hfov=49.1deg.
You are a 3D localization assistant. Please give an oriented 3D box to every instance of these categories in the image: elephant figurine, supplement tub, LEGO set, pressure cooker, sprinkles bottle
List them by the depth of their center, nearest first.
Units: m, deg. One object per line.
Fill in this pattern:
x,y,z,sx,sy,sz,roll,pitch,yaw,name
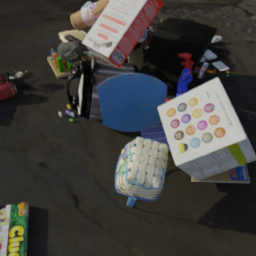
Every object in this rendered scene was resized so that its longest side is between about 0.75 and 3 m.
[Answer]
-1.072,-3.948,9.592,1.853,0.632,0.632,-16,40,25,sprinkles bottle
-0.942,-1.349,10.040,2.495,2.194,2.228,2,8,-12,pressure cooker
-1.937,-2.915,10.104,1.104,1.007,1.423,-45,15,-22,elephant figurine
0.565,-3.710,11.381,0.888,0.888,1.660,22,34,21,supplement tub
3.668,-3.045,13.096,1.817,0.597,2.432,-16,45,-13,LEGO set

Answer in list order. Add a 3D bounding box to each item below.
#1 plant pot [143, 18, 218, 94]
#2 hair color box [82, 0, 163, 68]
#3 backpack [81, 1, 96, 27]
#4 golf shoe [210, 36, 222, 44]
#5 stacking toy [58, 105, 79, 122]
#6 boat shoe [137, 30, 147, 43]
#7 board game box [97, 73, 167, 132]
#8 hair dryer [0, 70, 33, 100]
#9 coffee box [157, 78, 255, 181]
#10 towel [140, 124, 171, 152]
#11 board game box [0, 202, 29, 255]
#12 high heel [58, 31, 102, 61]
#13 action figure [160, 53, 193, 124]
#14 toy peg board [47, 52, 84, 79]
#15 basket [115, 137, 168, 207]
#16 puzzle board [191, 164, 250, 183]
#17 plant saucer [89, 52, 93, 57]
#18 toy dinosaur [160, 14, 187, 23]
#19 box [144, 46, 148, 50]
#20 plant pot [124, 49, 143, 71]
1.996,-3.166,11.389,2.061,2.323,2.318,31,42,6,plant pot
-0.186,-3.186,8.596,1.324,0.763,2.387,36,91,33,hair color box
-1.380,-4.642,11.551,1.150,0.960,0.728,35,58,-14,backpack
4.526,-4.619,14.837,0.904,0.328,0.416,-9,50,4,golf shoe
-2.265,-0.572,10.929,0.759,0.178,0.572,26,51,22,stacking toy
-0.687,-3.498,10.236,1.171,1.014,2.746,-18,31,-39,boat shoe
0.140,-0.861,8.814,2.030,2.569,0.500,-3,51,1,board game box
-5.315,-1.738,11.951,1.802,0.643,2.366,9,39,35,hair dryer
2.120,0.146,7.574,1.786,1.806,1.803,-25,58,20,coffee box
0.997,0.360,10.016,1.024,0.169,1.414,-6,46,-7,towel
-3.273,3.136,7.214,1.277,0.286,2.438,-7,46,-10,board game box
-1.695,-2.967,11.914,2.801,1.996,1.000,27,67,20,high heel
1.520,-1.154,9.722,1.343,0.885,2.713,-2,71,24,action figure
-2.780,-3.338,13.177,1.755,0.858,1.748,-19,49,-18,toy peg board
0.366,1.172,7.757,1.364,1.961,1.729,13,62,3,basket
2.870,0.924,9.062,1.647,0.190,2.186,1,40,11,puzzle board
-0.939,-2.660,9.359,0.874,0.083,0.305,-19,45,21,plant saucer
2.979,-6.131,16.204,2.159,0.512,0.951,8,60,8,toy dinosaur
1.723,-4.329,14.503,1.466,0.354,1.161,19,48,18,box
-0.131,-3.047,12.387,1.484,1.486,1.315,28,53,28,plant pot
